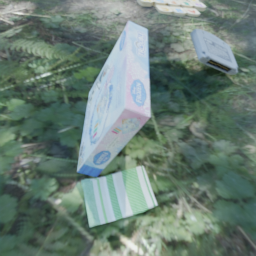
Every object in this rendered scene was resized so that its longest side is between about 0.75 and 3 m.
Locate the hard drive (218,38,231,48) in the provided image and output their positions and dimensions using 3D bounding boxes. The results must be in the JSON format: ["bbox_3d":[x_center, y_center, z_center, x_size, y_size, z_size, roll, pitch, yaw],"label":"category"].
[{"bbox_3d":[3.664,-3.552,11.949,0.822,0.223,1.177,-23,51,-20],"label":"hard drive"}]

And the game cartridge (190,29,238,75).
[{"bbox_3d":[3.065,-2.732,10.005,2.058,0.416,1.372,11,62,-36],"label":"game cartridge"}]

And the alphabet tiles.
[{"bbox_3d":[1.453,-4.515,9.928,2.462,0.180,2.408,-1,42,-15],"label":"alphabet tiles"}]

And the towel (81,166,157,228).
[{"bbox_3d":[-0.256,1.700,7.233,1.746,0.204,1.332,-12,49,-9],"label":"towel"}]

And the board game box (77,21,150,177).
[{"bbox_3d":[-0.410,-0.680,7.295,0.642,2.944,2.958,17,51,-19],"label":"board game box"}]
